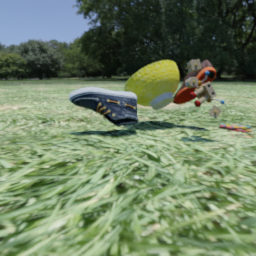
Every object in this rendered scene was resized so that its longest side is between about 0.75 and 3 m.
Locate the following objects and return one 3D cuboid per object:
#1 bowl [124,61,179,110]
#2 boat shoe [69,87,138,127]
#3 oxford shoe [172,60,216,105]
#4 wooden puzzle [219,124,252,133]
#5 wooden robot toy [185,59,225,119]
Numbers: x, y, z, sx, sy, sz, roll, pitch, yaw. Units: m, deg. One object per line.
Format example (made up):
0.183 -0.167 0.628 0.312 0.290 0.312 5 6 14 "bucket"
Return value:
1.234 -1.608 12.240 2.554 1.374 2.554 -22 -16 -7 "bowl"
-0.904 -0.779 10.899 2.741 1.244 0.970 1 -27 -14 "boat shoe"
2.763 -1.896 12.098 0.846 2.376 0.862 20 44 -31 "oxford shoe"
4.634 -0.018 12.137 0.969 0.115 1.635 -9 15 -36 "wooden puzzle"
2.515 -1.296 9.996 0.961 2.180 0.989 -31 6 -8 "wooden robot toy"
